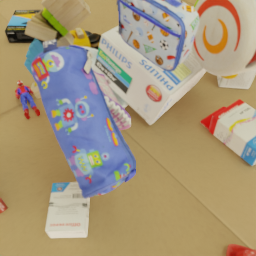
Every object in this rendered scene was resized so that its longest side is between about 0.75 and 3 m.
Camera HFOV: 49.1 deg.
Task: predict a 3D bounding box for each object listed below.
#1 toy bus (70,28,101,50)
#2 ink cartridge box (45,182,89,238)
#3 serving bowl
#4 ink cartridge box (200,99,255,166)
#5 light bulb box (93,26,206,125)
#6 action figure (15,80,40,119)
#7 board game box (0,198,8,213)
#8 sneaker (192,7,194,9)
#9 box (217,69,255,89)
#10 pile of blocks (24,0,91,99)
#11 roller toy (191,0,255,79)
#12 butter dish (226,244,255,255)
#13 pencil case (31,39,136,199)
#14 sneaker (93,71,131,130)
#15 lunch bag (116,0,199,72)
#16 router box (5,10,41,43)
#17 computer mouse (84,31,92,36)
[{"bbox_3d":[-1.788,-2.949,10.325,2.474,1.355,2.622,18,53,14],"label":"toy bus"},{"bbox_3d":[-1.418,1.971,6.765,0.898,0.518,1.230,-1,50,-1],"label":"ink cartridge box"},{"bbox_3d":[-1.151,-1.378,8.993,2.532,0.833,2.532,19,51,-25],"label":"serving bowl"},{"bbox_3d":[3.298,-0.037,8.269,1.206,0.698,2.076,-30,54,-21],"label":"ink cartridge box"},{"bbox_3d":[0.811,-2.027,8.819,2.665,1.678,2.689,44,57,10],"label":"light bulb box"},{"bbox_3d":[-3.428,-1.041,9.371,0.568,0.449,1.737,-24,51,-16],"label":"action figure"},{"bbox_3d":[-4.107,0.886,7.074,2.785,1.434,0.271,37,61,26],"label":"board game box"},{"bbox_3d":[3.562,-4.770,12.206,2.279,0.860,1.297,-12,52,-3],"label":"sneaker"},{"bbox_3d":[3.804,-2.534,9.763,1.094,1.674,1.665,5,50,4],"label":"box"},{"bbox_3d":[-1.817,-2.029,6.530,1.119,2.726,0.847,19,32,-22],"label":"pile of blocks"},{"bbox_3d":[2.661,-2.328,6.751,1.551,2.219,2.024,-16,9,-25],"label":"roller toy"},{"bbox_3d":[2.697,3.027,5.571,1.360,1.008,1.364,16,52,12],"label":"butter dish"},{"bbox_3d":[-0.782,-0.167,5.171,1.228,1.104,2.828,-23,89,25],"label":"pencil case"},{"bbox_3d":[-0.635,-0.763,6.635,0.838,2.085,0.922,-23,39,38],"label":"sneaker"},{"bbox_3d":[0.530,-2.197,5.916,1.879,1.506,0.710,39,65,21],"label":"lunch bag"},{"bbox_3d":[-3.813,-4.372,11.994,2.342,0.598,1.747,0,50,0],"label":"router box"},{"bbox_3d":[-1.811,-3.779,11.745,0.722,0.237,1.029,33,58,25],"label":"computer mouse"}]
